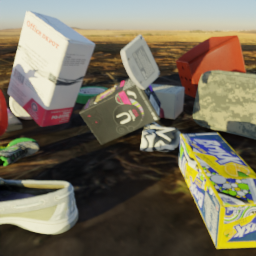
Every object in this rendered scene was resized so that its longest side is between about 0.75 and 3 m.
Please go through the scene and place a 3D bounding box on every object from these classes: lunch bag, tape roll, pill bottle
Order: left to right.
[{"bbox_3d":[-3.850,-1.205,10.785,1.234,1.234,2.198,-7,22,-16],"label":"pill bottle"},{"bbox_3d":[-1.631,-1.486,12.646,1.666,0.400,1.666,0,21,0],"label":"tape roll"},{"bbox_3d":[3.711,-0.799,9.044,2.742,1.910,2.299,15,12,33],"label":"lunch bag"}]

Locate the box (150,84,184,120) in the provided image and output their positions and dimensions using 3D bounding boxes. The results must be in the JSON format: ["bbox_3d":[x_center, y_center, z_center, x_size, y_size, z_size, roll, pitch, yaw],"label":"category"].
[{"bbox_3d":[1.094,-1.052,10.694,1.827,0.996,1.168,10,24,24],"label":"box"}]

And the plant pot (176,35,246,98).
[{"bbox_3d":[3.603,-2.566,12.715,2.193,2.489,2.486,-22,19,-3],"label":"plant pot"}]

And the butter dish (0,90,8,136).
[{"bbox_3d":[-4.167,-0.303,7.761,2.189,1.618,2.183,-22,62,5],"label":"butter dish"}]

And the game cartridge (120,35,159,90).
[{"bbox_3d":[0.275,-1.474,6.482,0.222,1.098,0.732,15,55,48],"label":"game cartridge"}]

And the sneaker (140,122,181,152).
[{"bbox_3d":[0.965,0.220,7.971,1.122,0.688,1.724,10,14,3],"label":"sneaker"}]

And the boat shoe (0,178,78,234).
[{"bbox_3d":[-2.170,1.235,5.076,2.605,0.835,0.960,6,22,15],"label":"boat shoe"}]

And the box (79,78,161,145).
[{"bbox_3d":[-0.184,-0.538,7.886,1.921,1.174,1.019,-25,22,21],"label":"box"}]

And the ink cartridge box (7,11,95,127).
[{"bbox_3d":[-2.330,-1.695,8.211,1.923,2.657,1.121,39,29,25],"label":"ink cartridge box"}]

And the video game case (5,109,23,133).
[{"bbox_3d":[-5.015,-0.261,9.738,1.915,0.254,2.680,-14,25,-32],"label":"video game case"}]

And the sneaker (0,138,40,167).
[{"bbox_3d":[-2.903,0.701,7.027,1.404,0.548,0.598,-20,35,-23],"label":"sneaker"}]

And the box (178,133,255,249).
[{"bbox_3d":[1.764,1.017,5.559,0.972,0.892,2.774,-2,22,-3],"label":"box"}]
